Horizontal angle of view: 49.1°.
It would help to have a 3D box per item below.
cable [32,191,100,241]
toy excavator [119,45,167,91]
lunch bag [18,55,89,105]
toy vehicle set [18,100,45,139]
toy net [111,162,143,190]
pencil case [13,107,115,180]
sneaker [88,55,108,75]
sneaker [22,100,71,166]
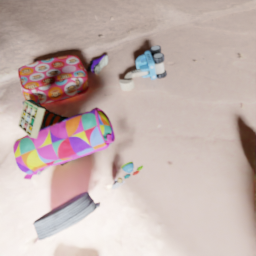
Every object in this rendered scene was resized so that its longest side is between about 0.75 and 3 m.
[{"bbox_3d":[-1.606,2.218,7.131,1.625,1.625,0.562,-28,85,5],"label":"cable"},{"bbox_3d":[0.622,-2.538,12.468,2.150,1.074,2.091,-14,43,4],"label":"toy excavator"},{"bbox_3d":[-3.214,-2.181,11.878,2.730,1.119,2.405,-16,47,-16],"label":"lunch bag"},{"bbox_3d":[-2.553,-0.252,7.326,0.164,0.767,1.235,14,5,-37],"label":"toy vehicle set"},{"bbox_3d":[-0.098,1.390,8.151,0.650,1.240,0.239,-4,55,-43],"label":"toy net"},{"bbox_3d":[-1.786,0.441,7.808,2.830,1.251,1.251,-23,43,15],"label":"pencil case"},{"bbox_3d":[-1.463,-3.081,13.245,0.675,0.472,1.357,16,48,17],"label":"sneaker"},{"bbox_3d":[-2.577,-0.035,9.746,1.184,1.058,2.964,-31,64,-25],"label":"sneaker"}]
